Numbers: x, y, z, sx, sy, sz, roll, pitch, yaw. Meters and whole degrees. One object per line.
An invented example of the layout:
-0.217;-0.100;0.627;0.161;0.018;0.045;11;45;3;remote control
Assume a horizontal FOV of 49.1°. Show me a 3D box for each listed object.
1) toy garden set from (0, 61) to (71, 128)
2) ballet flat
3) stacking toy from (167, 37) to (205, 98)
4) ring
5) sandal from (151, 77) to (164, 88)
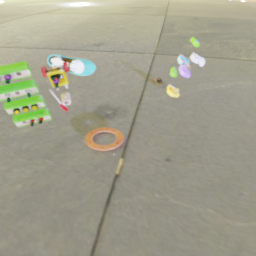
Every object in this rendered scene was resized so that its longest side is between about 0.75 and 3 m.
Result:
-2.950;-0.964;9.266;2.404;2.884;0.575;-14;59;-6;toy garden set
-2.286;-2.441;10.956;1.982;0.667;0.697;14;16;10;ballet flat
1.882;-2.131;9.604;0.471;1.512;2.005;26;38;-14;stacking toy
-0.978;0.473;11.600;1.589;0.153;1.589;-1;33;0;ring
1.730;-2.724;16.297;0.510;0.341;1.248;-9;34;-13;sandal
